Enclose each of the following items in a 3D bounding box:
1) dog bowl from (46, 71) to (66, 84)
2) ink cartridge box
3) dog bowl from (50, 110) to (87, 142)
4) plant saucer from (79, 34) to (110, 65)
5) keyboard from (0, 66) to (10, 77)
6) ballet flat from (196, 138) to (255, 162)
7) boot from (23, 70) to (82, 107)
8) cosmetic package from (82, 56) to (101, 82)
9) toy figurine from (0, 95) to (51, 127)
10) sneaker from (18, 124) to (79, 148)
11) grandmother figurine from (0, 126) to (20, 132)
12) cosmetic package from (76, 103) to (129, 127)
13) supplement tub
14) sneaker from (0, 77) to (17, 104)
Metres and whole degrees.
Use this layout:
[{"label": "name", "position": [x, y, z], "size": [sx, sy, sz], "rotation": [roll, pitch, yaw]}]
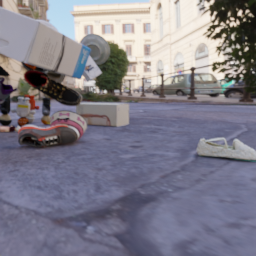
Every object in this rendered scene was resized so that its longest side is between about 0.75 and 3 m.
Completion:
[{"label": "dog bowl", "position": [-3.436, -2.962, 12.169], "size": [2.172, 2.172, 0.801], "rotation": [4, 35, 26]}, {"label": "ink cartridge box", "position": [-2.368, -2.158, 7.351], "size": [1.735, 1.001, 2.392], "rotation": [24, 8, 18]}, {"label": "dog bowl", "position": [-2.092, -0.004, 9.651], "size": [1.287, 1.287, 0.475], "rotation": [1, 51, 4]}, {"label": "plant saucer", "position": [-1.562, -3.474, 12.627], "size": [1.457, 1.457, 0.366], "rotation": [1, 36, 9]}, {"label": "keyboard", "position": [-5.400, -2.897, 9.915], "size": [1.406, 0.535, 2.700], "rotation": [11, -28, 37]}, {"label": "ballet flat", "position": [2.648, 0.553, 7.440], "size": [1.659, 0.595, 0.595], "rotation": [4, 8, 23]}, {"label": "boot", "position": [-2.095, -1.103, 7.812], "size": [1.489, 0.545, 1.121], "rotation": [27, -3, 11]}, {"label": "cosmetic package", "position": [-1.466, -2.184, 10.035], "size": [0.241, 0.931, 0.702], "rotation": [-28, 12, 41]}, {"label": "toy figurine", "position": [-5.399, -0.848, 14.823], "size": [2.315, 1.636, 2.351], "rotation": [11, 10, 30]}, {"label": "sneaker", "position": [-2.571, 0.391, 9.026], "size": [1.942, 0.748, 0.795], "rotation": [-1, 34, -7]}, {"label": "grandmother figurine", "position": [-5.222, 0.061, 12.392], "size": [0.999, 0.303, 0.606], "rotation": [3, 33, 0]}, {"label": "cosmetic package", "position": [-1.404, -0.763, 15.258], "size": [2.665, 1.163, 1.377], "rotation": [4, 8, 30]}, {"label": "supplement tub", "position": [-3.287, -2.836, 10.338], "size": [1.382, 1.382, 2.257], "rotation": [-3, -9, -21]}, {"label": "sneaker", "position": [-5.338, -1.843, 10.496], "size": [1.029, 0.875, 2.352], "rotation": [-32, -31, 8]}]
